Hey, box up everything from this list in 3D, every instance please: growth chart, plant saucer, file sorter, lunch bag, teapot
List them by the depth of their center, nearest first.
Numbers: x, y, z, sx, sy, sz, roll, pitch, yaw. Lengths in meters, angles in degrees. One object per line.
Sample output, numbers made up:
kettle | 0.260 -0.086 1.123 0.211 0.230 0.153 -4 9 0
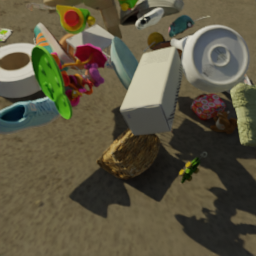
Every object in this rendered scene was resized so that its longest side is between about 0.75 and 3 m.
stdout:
plant saucer | 0.028 -1.748 8.912 0.455 2.362 2.362 -28 48 18
teapot | 2.688 -2.069 9.083 2.188 1.619 2.216 -7 88 -5
file sorter | -1.392 -2.958 10.633 1.112 0.998 1.603 39 55 14
plant saucer | -2.116 -3.186 11.543 1.604 0.259 1.604 2 79 -13
lunch bag | 3.287 -0.948 11.648 1.241 0.508 1.093 -21 53 -17
growth chart | -6.961 -5.126 15.457 0.884 0.108 1.222 7 49 7

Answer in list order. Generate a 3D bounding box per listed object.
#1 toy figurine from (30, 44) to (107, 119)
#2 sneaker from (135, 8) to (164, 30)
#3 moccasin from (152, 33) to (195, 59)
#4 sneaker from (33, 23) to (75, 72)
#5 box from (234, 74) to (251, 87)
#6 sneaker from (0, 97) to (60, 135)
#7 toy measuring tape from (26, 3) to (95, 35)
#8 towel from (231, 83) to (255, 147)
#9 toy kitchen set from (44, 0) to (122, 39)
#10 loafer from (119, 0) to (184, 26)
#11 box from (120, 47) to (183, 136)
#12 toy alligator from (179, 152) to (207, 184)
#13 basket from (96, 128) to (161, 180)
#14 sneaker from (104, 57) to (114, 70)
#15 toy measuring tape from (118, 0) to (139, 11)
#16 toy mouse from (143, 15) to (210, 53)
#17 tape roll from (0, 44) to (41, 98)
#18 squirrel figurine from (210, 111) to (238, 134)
toy figurine | -1.383 -1.564 8.025 1.937 1.580 2.105 -30 95 -33
sneaker | 0.697 -3.353 8.570 0.992 0.399 0.379 -36 96 -4
moccasin | 2.408 -2.928 10.614 2.975 1.088 1.148 -18 88 -17
sneaker | -3.061 -2.841 10.341 1.192 1.065 2.983 -41 50 4
box | 5.151 -1.947 12.681 0.708 0.223 1.287 -1 50 0
sneaker | -3.069 -0.489 9.040 2.428 0.995 0.898 -29 86 -28
toy measuring tape | -2.261 -3.605 9.347 2.342 0.862 0.862 8 50 2
towel | 3.567 -0.313 7.368 2.235 0.408 1.658 -2 81 -34
toy kitchen set | -1.688 -4.760 10.827 2.276 2.522 2.058 -17 59 4
loafer | 0.804 -4.390 10.685 2.953 1.033 1.031 16 91 47
box | 0.738 -1.058 7.498 1.094 0.911 2.663 -6 41 27
toy alligator | 1.900 1.144 8.239 0.385 0.279 1.160 38 97 -14
basket | 0.098 0.928 10.008 1.374 1.435 1.926 46 57 -6
sneaker | -0.519 -2.415 10.221 0.458 0.484 1.198 -24 36 -26
toy measuring tape | 0.121 -5.046 10.430 0.757 0.757 2.059 17 62 14
toy mouse | 1.925 -3.967 11.056 2.516 0.548 2.831 -23 12 26
tape roll | -5.026 -2.658 12.787 2.826 0.988 2.826 0 49 0
squirrel figurine | 3.848 -0.246 11.082 0.956 0.676 0.892 28 43 4
